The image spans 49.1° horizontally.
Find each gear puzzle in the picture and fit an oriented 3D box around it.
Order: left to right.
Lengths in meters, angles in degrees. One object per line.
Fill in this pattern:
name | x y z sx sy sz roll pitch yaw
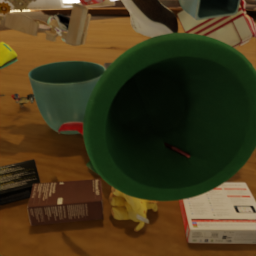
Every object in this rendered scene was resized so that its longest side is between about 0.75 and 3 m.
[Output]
gear puzzle | -3.390 -4.126 8.692 1.708 0.885 0.224 -37 56 13

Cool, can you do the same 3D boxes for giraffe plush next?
giraffe plush | 0.228 1.467 5.703 1.026 0.885 0.832 29 31 29

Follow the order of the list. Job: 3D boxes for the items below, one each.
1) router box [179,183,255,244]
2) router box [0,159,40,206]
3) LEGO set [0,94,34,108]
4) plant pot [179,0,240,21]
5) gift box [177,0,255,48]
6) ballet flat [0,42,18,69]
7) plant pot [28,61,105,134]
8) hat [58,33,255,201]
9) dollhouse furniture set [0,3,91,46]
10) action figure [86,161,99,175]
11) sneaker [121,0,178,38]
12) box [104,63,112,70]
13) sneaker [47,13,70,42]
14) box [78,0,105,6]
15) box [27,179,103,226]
router box | 1.852 1.673 5.681 1.495 0.365 1.342 1 29 1
router box | -2.767 1.272 6.425 1.404 0.359 1.047 -11 31 -20
LEGO set | -4.624 -0.679 9.400 2.918 0.827 1.895 -6 1 -29
plant pot | 1.931 -3.574 6.957 1.281 1.285 1.309 -14 41 -18
gift box | 2.885 -3.334 9.036 1.930 1.907 2.066 -25 5 23
ballet flat | -4.004 -1.810 8.008 2.055 0.689 0.687 -21 25 28
plant pot | -1.830 -0.912 8.890 2.299 1.845 2.299 1 28 0
hat | 0.253 -0.373 4.183 2.520 2.088 2.219 5 20 -13
dollhouse furniture set | -2.479 -3.355 8.350 2.357 1.151 2.010 17 18 -1
action figure | 0.342 0.350 7.781 1.727 0.799 2.924 11 27 25
sneaker | 0.342 -3.308 8.223 1.233 1.061 2.913 -2 -10 34
box | 0.607 -1.643 10.742 2.861 0.692 2.266 -4 48 -10
sneaker | -2.126 -3.520 10.002 0.939 1.342 0.522 -6 59 45
box | -1.033 -4.039 7.805 0.810 0.846 1.697 -48 33 -5
box | -1.259 1.521 5.806 1.458 0.546 0.730 -2 28 -8
